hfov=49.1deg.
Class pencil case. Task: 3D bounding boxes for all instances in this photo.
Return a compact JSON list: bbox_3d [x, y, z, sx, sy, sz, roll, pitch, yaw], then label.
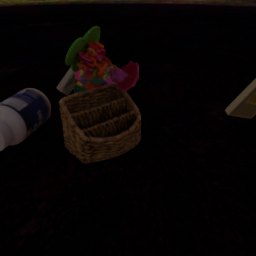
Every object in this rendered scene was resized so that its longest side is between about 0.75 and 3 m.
[{"bbox_3d":[-0.718,-1.231,8.924,0.950,2.149,0.950,-22,44,23],"label":"pencil case"}]

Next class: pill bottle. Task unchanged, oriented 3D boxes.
[{"bbox_3d":[-3.256,-0.241,8.081,1.189,1.189,2.142,8,31,14],"label":"pill bottle"}]

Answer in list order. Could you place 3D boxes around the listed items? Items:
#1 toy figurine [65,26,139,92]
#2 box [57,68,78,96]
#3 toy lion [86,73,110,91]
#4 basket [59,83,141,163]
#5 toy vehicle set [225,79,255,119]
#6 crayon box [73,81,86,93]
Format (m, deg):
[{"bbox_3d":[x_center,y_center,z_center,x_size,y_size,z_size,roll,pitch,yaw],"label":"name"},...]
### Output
[{"bbox_3d":[-0.522,-1.664,7.530,1.725,1.407,1.874,32,22,1],"label":"toy figurine"},{"bbox_3d":[-2.205,-1.792,10.616,0.362,1.058,0.435,37,4,28],"label":"box"},{"bbox_3d":[-0.976,-1.697,10.502,1.751,0.627,1.827,-15,-7,36],"label":"toy lion"},{"bbox_3d":[-0.635,-0.157,7.602,2.052,1.529,1.465,-20,35,-33],"label":"basket"},{"bbox_3d":[3.749,-0.902,8.195,0.990,1.594,0.211,7,49,-26],"label":"toy vehicle set"},{"bbox_3d":[-1.753,-1.725,11.636,1.026,0.299,0.609,-9,30,-15],"label":"crayon box"}]
